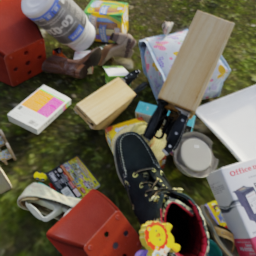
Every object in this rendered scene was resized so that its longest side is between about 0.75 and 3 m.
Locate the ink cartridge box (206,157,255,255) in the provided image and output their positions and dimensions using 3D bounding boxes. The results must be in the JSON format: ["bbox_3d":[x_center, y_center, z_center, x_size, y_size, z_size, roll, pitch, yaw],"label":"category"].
[{"bbox_3d":[2.803,1.660,6.128,1.385,0.807,1.914,-14,71,-14],"label":"ink cartridge box"}]

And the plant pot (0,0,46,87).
[{"bbox_3d":[-4.118,-2.839,9.851,2.249,2.247,1.982,-37,71,-28],"label":"plant pot"}]

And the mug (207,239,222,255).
[{"bbox_3d":[1.512,2.739,5.944,0.845,0.522,0.694,16,52,11],"label":"mug"}]

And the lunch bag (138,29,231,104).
[{"bbox_3d":[1.748,-2.167,9.502,2.246,1.684,2.648,-14,60,-10],"label":"lunch bag"}]

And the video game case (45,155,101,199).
[{"bbox_3d":[-1.420,1.350,7.263,0.984,0.139,1.089,-30,64,-29],"label":"video game case"}]

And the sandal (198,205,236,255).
[{"bbox_3d":[1.995,2.228,5.979,0.371,0.552,1.375,-36,60,14],"label":"sandal"}]

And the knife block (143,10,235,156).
[{"bbox_3d":[1.230,-0.833,6.207,0.889,2.779,2.440,24,42,8],"label":"knife block"}]

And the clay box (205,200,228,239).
[{"bbox_3d":[2.590,2.017,6.692,1.434,0.341,0.824,-17,55,-14],"label":"clay box"}]

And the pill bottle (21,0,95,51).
[{"bbox_3d":[-2.291,-3.783,9.720,1.407,2.473,1.407,-8,71,26],"label":"pill bottle"}]

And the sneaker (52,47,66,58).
[{"bbox_3d":[-2.515,-2.661,10.597,1.083,0.607,0.420,29,55,23],"label":"sneaker"}]

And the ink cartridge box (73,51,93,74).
[{"bbox_3d":[-1.678,-2.471,10.554,0.719,0.419,0.987,-1,49,-1],"label":"ink cartridge box"}]

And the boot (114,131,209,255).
[{"bbox_3d":[0.560,1.200,5.631,1.035,2.166,2.867,-16,78,-13],"label":"boot"}]

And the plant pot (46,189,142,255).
[{"bbox_3d":[-0.526,2.191,5.510,1.363,1.203,1.365,-42,106,-29],"label":"plant pot"}]

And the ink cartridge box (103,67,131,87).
[{"bbox_3d":[-0.425,-1.821,9.893,0.803,0.412,1.086,-4,31,-17],"label":"ink cartridge box"}]

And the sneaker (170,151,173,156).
[{"bbox_3d":[1.502,0.504,7.959,0.814,0.360,0.327,-28,35,-25],"label":"sneaker"}]

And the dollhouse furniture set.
[{"bbox_3d":[-3.764,0.854,7.219,1.515,1.073,1.649,-28,56,-22],"label":"dollhouse furniture set"}]

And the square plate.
[{"bbox_3d":[3.956,0.014,8.397,2.967,0.422,2.939,-21,52,-17],"label":"square plate"}]

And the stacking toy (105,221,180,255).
[{"bbox_3d":[0.450,2.756,4.625,0.556,1.784,2.366,-15,76,-30],"label":"stacking toy"}]

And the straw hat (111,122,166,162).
[{"bbox_3d":[0.323,0.224,7.245,1.562,0.661,1.562,0,49,0],"label":"straw hat"}]

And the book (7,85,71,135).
[{"bbox_3d":[-2.588,-0.559,8.316,1.056,0.380,1.581,24,46,15],"label":"book"}]

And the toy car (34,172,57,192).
[{"bbox_3d":[-1.947,1.321,7.396,0.840,0.187,0.790,39,54,19],"label":"toy car"}]

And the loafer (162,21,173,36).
[{"bbox_3d":[1.275,-3.394,9.471,0.342,0.391,1.088,24,32,4],"label":"loafer"}]

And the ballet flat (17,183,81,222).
[{"bbox_3d":[-1.481,1.966,6.381,2.418,0.815,0.754,13,29,23],"label":"ballet flat"}]

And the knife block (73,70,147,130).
[{"bbox_3d":[-0.334,-0.923,8.052,0.758,2.369,2.079,44,94,5],"label":"knife block"}]

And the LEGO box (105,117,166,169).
[{"bbox_3d":[0.174,0.548,7.805,1.162,0.602,1.561,-18,51,-15],"label":"LEGO box"}]

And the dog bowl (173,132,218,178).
[{"bbox_3d":[1.775,0.751,7.536,1.254,0.368,1.254,6,67,-14],"label":"dog bowl"}]

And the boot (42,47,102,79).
[{"bbox_3d":[-2.030,-2.448,10.034,1.781,0.572,1.660,14,49,26],"label":"boot"}]

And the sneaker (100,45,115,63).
[{"bbox_3d":[-0.748,-2.986,11.043,0.473,0.354,1.054,-31,54,-21],"label":"sneaker"}]

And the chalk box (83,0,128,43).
[{"bbox_3d":[-1.117,-4.474,11.728,2.063,1.277,1.283,8,49,7],"label":"chalk box"}]

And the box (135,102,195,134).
[{"bbox_3d":[1.085,-0.232,8.384,1.719,0.707,0.422,16,61,13],"label":"box"}]

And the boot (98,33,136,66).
[{"bbox_3d":[-0.368,-2.858,10.555,1.095,1.498,0.526,13,32,-38],"label":"boot"}]
